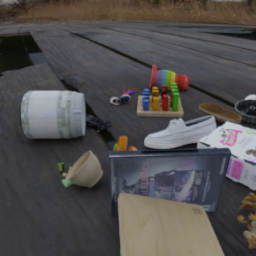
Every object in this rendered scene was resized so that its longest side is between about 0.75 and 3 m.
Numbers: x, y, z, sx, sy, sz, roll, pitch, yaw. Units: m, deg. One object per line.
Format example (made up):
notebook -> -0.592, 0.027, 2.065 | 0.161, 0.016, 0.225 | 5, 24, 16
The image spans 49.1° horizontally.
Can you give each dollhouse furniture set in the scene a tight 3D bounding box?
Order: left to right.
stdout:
dollhouse furniture set -> -2.033, 1.520, 9.227 | 0.458, 0.354, 0.917 | -17, 32, -28

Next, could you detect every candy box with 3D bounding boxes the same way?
candy box -> 4.087, 0.921, 9.694 | 2.699, 0.965, 2.264 | 24, 36, 37

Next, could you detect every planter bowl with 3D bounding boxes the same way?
planter bowl -> -1.286, 1.396, 8.807 | 1.121, 0.755, 1.121 | -42, 14, 13

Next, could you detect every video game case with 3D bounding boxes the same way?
video game case -> 1.021, 1.472, 7.381 | 2.992, 2.137, 0.284 | -2, 33, -3

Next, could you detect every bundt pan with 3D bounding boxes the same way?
bundt pan -> 5.751, -0.706, 13.059 | 1.549, 0.581, 1.549 | -4, 36, 3

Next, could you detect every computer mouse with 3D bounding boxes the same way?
computer mouse -> -1.567, -0.201, 12.576 | 1.393, 0.367, 0.965 | 23, 32, 16

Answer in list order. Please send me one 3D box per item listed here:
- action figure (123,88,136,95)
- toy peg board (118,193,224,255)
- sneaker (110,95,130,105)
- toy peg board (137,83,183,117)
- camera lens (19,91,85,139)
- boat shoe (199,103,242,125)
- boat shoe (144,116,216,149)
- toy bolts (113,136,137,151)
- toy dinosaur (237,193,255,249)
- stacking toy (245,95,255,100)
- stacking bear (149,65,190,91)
action figure -> 0.045, -2.158, 16.108 | 0.344, 0.522, 1.054 | 19, 36, 33
toy peg board -> 0.809, 2.797, 6.346 | 2.252, 1.106, 2.262 | 12, 27, -11
sneaker -> -0.404, -1.445, 14.819 | 1.083, 0.425, 0.430 | -11, 23, 3
toy peg board -> 1.607, -1.519, 14.225 | 2.228, 1.094, 2.237 | 2, 27, 3
camera lens -> -3.031, -0.527, 11.428 | 2.413, 1.930, 1.930 | -1, 28, -4
boat shoe -> 4.118, -0.513, 12.729 | 1.994, 0.718, 0.719 | 25, 49, 31
boat shoe -> 2.048, 0.117, 10.931 | 2.932, 1.005, 1.056 | -8, 16, -2
toy bolts -> 0.113, 1.153, 8.870 | 1.096, 1.510, 1.581 | 11, 57, -10
toy dinosaur -> 3.667, 2.465, 7.285 | 2.759, 0.833, 1.465 | -5, 45, -30
stacking toy -> 7.142, -1.295, 13.470 | 2.995, 2.189, 2.189 | -6, 22, 29
stacking bear -> 2.486, -2.796, 16.641 | 2.273, 1.380, 1.292 | 8, 33, 1
